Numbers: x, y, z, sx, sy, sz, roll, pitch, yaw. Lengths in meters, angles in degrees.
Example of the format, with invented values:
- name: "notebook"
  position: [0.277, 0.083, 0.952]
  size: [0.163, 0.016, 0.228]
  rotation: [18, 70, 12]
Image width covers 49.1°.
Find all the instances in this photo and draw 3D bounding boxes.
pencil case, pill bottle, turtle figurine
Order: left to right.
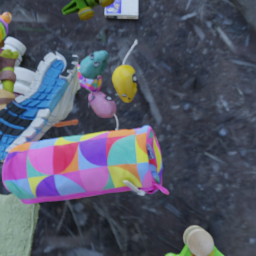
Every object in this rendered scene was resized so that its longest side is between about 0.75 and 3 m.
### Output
- name: "pill bottle"
  position: [-3.795, -2.048, 8.665]
  size: [0.757, 0.757, 1.382]
  rotation: [22, 74, 7]
- name: "turtle figurine"
  position: [-2.694, -0.599, 6.272]
  size: [2.828, 0.911, 2.281]
  rotation: [-11, 77, -26]
- name: "pill bottle"
  position: [-3.210, -0.486, 7.927]
  size: [1.223, 1.223, 2.232]
  rotation: [13, 73, 4]
- name: "pencil case"
  position: [-1.256, -1.324, 7.238]
  size: [1.199, 0.530, 0.530]
  rotation: [27, 74, 21]
- name: "pencil case"
  position: [-0.594, 0.558, 3.986]
  size: [2.256, 0.997, 0.997]
  rotation: [-8, 72, 15]

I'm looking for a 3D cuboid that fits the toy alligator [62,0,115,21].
- name: "toy alligator"
  position: [-0.569, -3.451, 6.942]
  size: [2.457, 0.590, 0.814]
  rotation: [-24, 93, 18]

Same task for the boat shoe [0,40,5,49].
- name: "boat shoe"
  position: [-3.425, -2.067, 6.613]
  size: [0.451, 1.283, 0.452]
  rotation: [-18, 96, 10]

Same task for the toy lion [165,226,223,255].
- name: "toy lion"
  position: [1.809, 3.973, 6.830]
  size: [2.659, 0.913, 2.549]
  rotation: [30, 82, 8]

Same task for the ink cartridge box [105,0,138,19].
- name: "ink cartridge box"
  position: [-0.212, -4.288, 9.622]
  size: [1.128, 0.247, 1.138]
  rotation: [1, 75, 0]

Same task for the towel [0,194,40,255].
- name: "towel"
  position: [-2.492, 2.209, 4.848]
  size: [1.623, 0.399, 2.188]
  rotation: [7, 69, -12]

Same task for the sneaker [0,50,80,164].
- name: "sneaker"
  position: [-1.540, -0.275, 5.222]
  size: [0.908, 1.050, 2.423]
  rotation: [20, 61, 20]

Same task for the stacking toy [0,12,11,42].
- name: "stacking toy"
  position: [-2.356, -1.717, 4.885]
  size: [0.598, 0.632, 1.089]
  rotation: [25, 47, -3]

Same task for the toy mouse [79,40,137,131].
- name: "toy mouse"
  position: [-0.637, -0.887, 5.978]
  size: [1.749, 1.968, 0.381]
  rotation: [15, 27, 32]
